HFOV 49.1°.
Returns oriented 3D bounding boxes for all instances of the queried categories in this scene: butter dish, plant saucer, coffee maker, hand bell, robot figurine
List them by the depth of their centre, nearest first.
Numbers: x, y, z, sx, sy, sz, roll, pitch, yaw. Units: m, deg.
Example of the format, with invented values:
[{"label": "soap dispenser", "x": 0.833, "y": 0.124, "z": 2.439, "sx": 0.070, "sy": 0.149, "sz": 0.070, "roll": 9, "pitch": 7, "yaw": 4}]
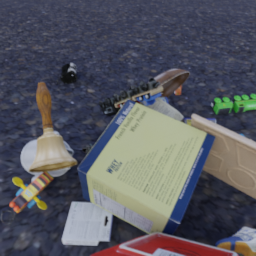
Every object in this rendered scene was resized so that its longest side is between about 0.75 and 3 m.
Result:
[{"label": "butter dish", "x": 0.866, "y": 3.241, "z": 5.036, "sx": 2.787, "sy": 2.060, "sz": 2.779, "roll": 4, "pitch": -9, "yaw": 29}, {"label": "hand bell", "x": -2.094, "y": -0.087, "z": 7.222, "sx": 1.188, "sy": 1.188, "sz": 2.281, "roll": -10, "pitch": 76, "yaw": -13}, {"label": "robot figurine", "x": -2.520, "y": 0.900, "z": 8.589, "sx": 2.007, "sy": 1.134, "sz": 1.702, "roll": -6, "pitch": 65, "yaw": 44}, {"label": "plant saucer", "x": 1.000, "y": -1.306, "z": 10.518, "sx": 2.904, "sy": 2.904, "sz": 0.466, "roll": -28, "pitch": 79, "yaw": -33}, {"label": "coffee maker", "x": -3.136, "y": -2.781, "z": 14.302, "sx": 1.039, "sy": 0.728, "sz": 1.081, "roll": -6, "pitch": 36, "yaw": -8}]

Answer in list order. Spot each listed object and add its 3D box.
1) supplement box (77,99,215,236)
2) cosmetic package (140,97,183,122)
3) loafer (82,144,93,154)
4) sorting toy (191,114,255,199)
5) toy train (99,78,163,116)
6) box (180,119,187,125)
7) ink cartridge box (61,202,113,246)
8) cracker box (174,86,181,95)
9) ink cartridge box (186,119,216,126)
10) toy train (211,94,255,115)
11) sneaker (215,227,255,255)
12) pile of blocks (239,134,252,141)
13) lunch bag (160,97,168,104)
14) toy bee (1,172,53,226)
[{"label": "supplement box", "x": 0.477, "y": 1.068, "z": 7.352, "sx": 2.553, "sy": 1.715, "sz": 2.555, "roll": 24, "pitch": 56, "yaw": 14}, {"label": "cosmetic package", "x": 1.058, "y": -0.553, "z": 9.794, "sx": 0.840, "sy": 0.568, "sz": 1.598, "roll": -49, "pitch": 47, "yaw": 5}, {"label": "loafer", "x": -1.251, "y": 0.789, "z": 9.179, "sx": 0.352, "sy": 0.403, "sz": 1.120, "roll": -19, "pitch": 10, "yaw": -16}, {"label": "sorting toy", "x": 2.750, "y": 0.792, "z": 7.618, "sx": 2.368, "sy": 2.558, "sz": 0.467, "roll": 29, "pitch": 65, "yaw": 26}, {"label": "toy train", "x": -0.007, "y": -0.796, "z": 8.220, "sx": 0.499, "sy": 0.670, "sz": 2.925, "roll": -26, "pitch": 7, "yaw": -33}, {"label": "box", "x": 0.942, "y": 0.154, "z": 10.126, "sx": 1.980, "sy": 0.493, "sz": 1.561, "roll": 11, "pitch": 43, "yaw": 26}, {"label": "ink cartridge box", "x": -1.017, "y": 2.517, "z": 7.410, "sx": 1.211, "sy": 0.262, "sz": 1.189, "roll": 2, "pitch": 35, "yaw": 3}, {"label": "cracker box", "x": 2.271, "y": -2.016, "z": 13.378, "sx": 0.246, "sy": 0.571, "sz": 0.852, "roll": -7, "pitch": 36, "yaw": -9}, {"label": "ink cartridge box", "x": 2.518, "y": -0.012, "z": 10.653, "sx": 1.570, "sy": 0.373, "sz": 1.588, "roll": 1, "pitch": 40, "yaw": 16}, {"label": "toy train", "x": 4.862, "y": -1.004, "z": 12.064, "sx": 2.603, "sy": 0.543, "sz": 0.734, "roll": -6, "pitch": 47, "yaw": -9}, {"label": "sneaker", "x": 2.815, "y": 2.807, "z": 6.868, "sx": 1.575, "sy": 0.593, "sz": 0.694, "roll": 1, "pitch": 24, "yaw": -9}, {"label": "pile of blocks", "x": 3.192, "y": 0.610, "z": 8.621, "sx": 0.627, "sy": 2.018, "sz": 0.828, "roll": -23, "pitch": 80, "yaw": -1}, {"label": "lunch bag", "x": 1.405, "y": -0.688, "z": 11.165, "sx": 0.410, "sy": 0.800, "sz": 0.995, "roll": -6, "pitch": 62, "yaw": -6}, {"label": "toy bee", "x": -2.576, "y": 1.836, "z": 7.104, "sx": 1.081, "sy": 0.898, "sz": 1.652, "roll": 22, "pitch": 80, "yaw": -3}]
